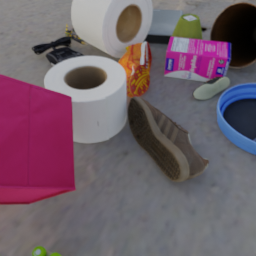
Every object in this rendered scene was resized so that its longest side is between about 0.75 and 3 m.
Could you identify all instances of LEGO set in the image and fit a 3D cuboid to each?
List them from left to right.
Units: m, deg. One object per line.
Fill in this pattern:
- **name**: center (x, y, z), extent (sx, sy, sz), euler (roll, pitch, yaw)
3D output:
- **LEGO set**: center (-2.151, -4.564, 12.314), extent (1.180, 0.889, 1.535), euler (13, 46, 13)

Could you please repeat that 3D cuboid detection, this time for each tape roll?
- **tape roll**: center (-1.151, -0.855, 8.112), extent (2.238, 1.537, 2.238), euler (0, 45, 0)
- **tape roll**: center (-0.585, -4.262, 10.746), extent (2.669, 2.669, 1.833), euler (-34, 54, -30)

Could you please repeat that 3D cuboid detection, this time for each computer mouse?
- **computer mouse**: center (-2.213, -2.781, 10.788), extent (1.938, 0.635, 2.760), euler (-33, 47, -32)

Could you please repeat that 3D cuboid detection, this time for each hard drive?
- **hard drive**: center (1.576, -4.643, 12.719), extent (1.840, 0.434, 2.636), euler (4, 45, 4)

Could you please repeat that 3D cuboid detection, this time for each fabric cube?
- **fabric cube**: center (-2.369, 0.383, 5.495), extent (1.993, 1.955, 1.986), euler (14, 61, -44)

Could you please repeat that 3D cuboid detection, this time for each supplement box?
- **supplement box**: center (2.442, -2.427, 10.015), extent (2.135, 1.081, 1.104), euler (10, 48, 11)

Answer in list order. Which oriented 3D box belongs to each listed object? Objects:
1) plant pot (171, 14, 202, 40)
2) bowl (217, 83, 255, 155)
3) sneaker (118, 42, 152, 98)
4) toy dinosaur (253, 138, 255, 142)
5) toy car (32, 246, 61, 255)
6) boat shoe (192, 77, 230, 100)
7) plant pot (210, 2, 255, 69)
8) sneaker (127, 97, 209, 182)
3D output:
- **plant pot**: center (2.289, -3.539, 10.842), extent (1.413, 1.510, 1.413), euler (0, 45, 0)
- **bowl**: center (4.030, -0.260, 8.210), extent (2.840, 0.557, 2.840), euler (0, 45, 0)
- **sneaker**: center (0.152, -1.969, 9.812), extent (1.151, 1.089, 2.985), euler (-10, 37, 19)
- **toy dinosaur**: center (3.888, 0.276, 7.744), extent (0.946, 1.043, 0.548), euler (-33, 57, 17)
- **toy car**: center (-1.547, 2.742, 5.129), extent (0.685, 0.713, 0.868), euler (14, 57, 17)
- **boat shoe**: center (2.728, -1.327, 9.402), extent (1.376, 0.503, 0.431), euler (-26, 19, -14)
- **plant pot**: center (4.732, -3.515, 10.619), extent (2.382, 2.226, 2.226), euler (-18, 46, -38)
- **sneaker**: center (0.983, 0.228, 7.624), extent (1.103, 1.028, 2.920), euler (-6, 48, -31)
